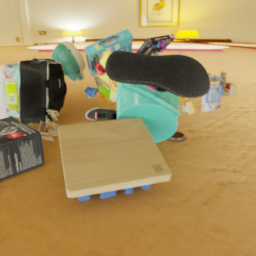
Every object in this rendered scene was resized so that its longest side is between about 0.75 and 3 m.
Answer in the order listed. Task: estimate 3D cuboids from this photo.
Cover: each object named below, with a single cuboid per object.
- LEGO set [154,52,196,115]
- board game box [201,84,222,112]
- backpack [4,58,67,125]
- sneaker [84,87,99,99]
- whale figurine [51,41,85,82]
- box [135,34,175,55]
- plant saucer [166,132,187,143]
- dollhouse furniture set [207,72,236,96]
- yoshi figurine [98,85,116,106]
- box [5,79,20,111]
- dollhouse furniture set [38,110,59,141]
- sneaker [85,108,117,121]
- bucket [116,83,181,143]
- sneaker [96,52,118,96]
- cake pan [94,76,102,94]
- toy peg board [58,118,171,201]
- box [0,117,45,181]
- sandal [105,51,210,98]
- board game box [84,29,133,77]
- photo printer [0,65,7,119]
[{"bbox_3d":[1.582,-1.519,8.280,0.826,1.020,2.218,-25,67,-21],"label":"LEGO set"},{"bbox_3d":[3.579,-1.277,11.972,1.028,1.033,0.224,-15,24,-32],"label":"board game box"},{"bbox_3d":[-3.349,-1.431,10.567,2.042,2.408,2.712,6,17,4],"label":"backpack"},{"bbox_3d":[-1.653,-1.618,12.393,0.398,0.474,1.209,-50,17,-17],"label":"sneaker"},{"bbox_3d":[-2.757,-2.778,12.573,1.226,1.880,2.363,-37,-4,-19],"label":"whale figurine"},{"bbox_3d":[1.040,-3.197,10.927,1.373,0.248,0.982,-19,-11,-32],"label":"box"},{"bbox_3d":[1.551,0.279,9.270,0.777,0.125,0.777,0,20,0],"label":"plant saucer"},{"bbox_3d":[4.793,-2.320,14.662,1.017,1.011,1.443,-5,22,-11],"label":"dollhouse furniture set"},{"bbox_3d":[-0.122,-1.357,11.002,2.056,1.151,1.155,26,-32,-22],"label":"yoshi figurine"},{"bbox_3d":[-3.479,-0.956,8.454,0.301,0.770,1.263,-5,-3,-18],"label":"box"},{"bbox_3d":[-2.561,-0.054,8.824,0.602,0.850,0.926,9,-13,-5],"label":"dollhouse furniture set"},{"bbox_3d":[-0.929,-0.486,10.716,1.327,0.469,0.658,-4,16,-20],"label":"sneaker"},{"bbox_3d":[0.581,-0.571,8.284,2.040,2.040,1.327,1,51,3],"label":"bucket"},{"bbox_3d":[-0.484,-1.821,9.315,1.174,1.016,2.599,14,-17,-3],"label":"sneaker"},{"bbox_3d":[-1.151,-1.711,11.390,0.163,0.889,0.889,-22,25,-7],"label":"cake pan"},{"bbox_3d":[-0.447,0.895,6.814,2.228,1.090,2.218,-7,38,-15],"label":"toy peg board"},{"bbox_3d":[-3.463,0.539,7.406,1.711,0.978,1.879,-21,29,-40],"label":"box"},{"bbox_3d":[0.749,-1.354,6.973,2.669,1.002,0.601,9,-2,-7],"label":"sandal"},{"bbox_3d":[-0.795,-3.170,11.919,2.004,1.513,0.470,-27,69,-13],"label":"board game box"},{"bbox_3d":[-4.949,-1.464,11.157,0.692,1.992,1.658,-6,23,-15],"label":"photo printer"}]
